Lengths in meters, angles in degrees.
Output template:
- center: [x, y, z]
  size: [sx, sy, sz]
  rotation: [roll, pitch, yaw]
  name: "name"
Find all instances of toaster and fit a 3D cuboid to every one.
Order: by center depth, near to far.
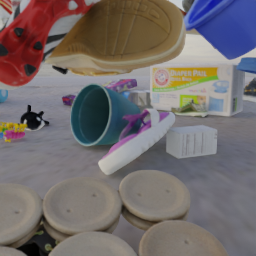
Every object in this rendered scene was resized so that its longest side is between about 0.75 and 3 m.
- center: [2.889, -3.432, 7.415]
  size: [2.962, 1.913, 1.683]
  rotation: [-29, -17, -29]
  name: "toaster"

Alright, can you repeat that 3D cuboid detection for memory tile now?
- center: [-0.482, 0.887, 1.521]
  size: [2.291, 0.192, 1.756]
  rotation: [-2, 29, -15]
  name: "memory tile"

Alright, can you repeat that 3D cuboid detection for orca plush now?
- center: [-2.467, -0.354, 7.381]
  size: [0.812, 0.549, 1.544]
  rotation: [0, 12, -2]
  name: "orca plush"

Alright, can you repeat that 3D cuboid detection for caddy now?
- center: [2.054, -2.402, 4.712]
  size: [2.504, 1.314, 1.770]
  rotation: [-39, 20, 25]
  name: "caddy"

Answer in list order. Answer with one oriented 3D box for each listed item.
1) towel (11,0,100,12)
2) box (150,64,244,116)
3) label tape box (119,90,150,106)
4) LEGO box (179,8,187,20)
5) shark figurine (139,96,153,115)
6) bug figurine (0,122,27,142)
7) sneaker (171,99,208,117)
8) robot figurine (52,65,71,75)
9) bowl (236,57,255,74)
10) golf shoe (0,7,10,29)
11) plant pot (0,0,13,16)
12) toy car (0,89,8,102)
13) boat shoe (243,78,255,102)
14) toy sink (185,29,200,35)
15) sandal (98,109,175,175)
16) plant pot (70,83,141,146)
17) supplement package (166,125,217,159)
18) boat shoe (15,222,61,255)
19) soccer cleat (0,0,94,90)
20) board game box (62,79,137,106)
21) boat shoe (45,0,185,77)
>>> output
- center: [-0.630, -2.284, 3.714]
  size: [1.981, 2.707, 0.405]
  rotation: [-5, 57, -15]
  name: "towel"
- center: [2.302, -1.378, 9.604]
  size: [2.863, 1.611, 1.451]
  rotation: [7, 14, 35]
  name: "box"
- center: [0.067, -1.223, 11.367]
  size: [1.758, 0.556, 1.268]
  rotation: [-5, 13, -25]
  name: "label tape box"
- center: [1.192, -2.923, 7.479]
  size: [0.637, 0.330, 0.855]
  rotation: [35, 3, 4]
  name: "LEGO box"
- center: [0.630, -0.757, 9.219]
  size: [0.866, 0.605, 1.450]
  rotation: [3, 14, 7]
  name: "shark figurine"
- center: [-2.793, 0.091, 5.779]
  size: [1.465, 0.377, 1.136]
  rotation: [5, 7, 41]
  name: "bug figurine"
- center: [1.933, -0.656, 8.817]
  size: [1.197, 0.530, 0.460]
  rotation: [7, 14, 28]
  name: "sneaker"
- center: [-1.493, -1.714, 6.679]
  size: [0.973, 0.607, 0.731]
  rotation: [29, -21, -17]
  name: "robot figurine"
- center: [3.446, -1.407, 6.688]
  size: [1.602, 0.314, 1.602]
  rotation: [10, 13, -2]
  name: "bowl"
- center: [-4.021, -3.298, 9.496]
  size: [0.703, 1.866, 0.854]
  rotation: [-21, 25, -25]
  name: "golf shoe"
- center: [-2.175, -3.329, 6.834]
  size: [1.901, 1.731, 1.901]
  rotation: [38, -2, 1]
  name: "plant pot"
- center: [-6.660, -2.356, 11.299]
  size: [2.581, 2.800, 2.477]
  rotation: [2, 12, 5]
  name: "toy car"
- center: [5.688, -1.779, 12.734]
  size: [0.824, 1.057, 2.328]
  rotation: [-3, 13, -12]
  name: "boat shoe"
- center: [2.463, -3.884, 10.014]
  size: [0.712, 0.612, 1.092]
  rotation: [9, 50, 8]
  name: "toy sink"
- center: [0.189, -0.005, 4.700]
  size: [1.011, 0.611, 2.485]
  rotation: [-34, 2, 21]
  name: "sandal"
- center: [-0.356, -0.192, 5.581]
  size: [1.172, 1.172, 1.101]
  rotation: [12, 2, 43]
  name: "plant pot"
- center: [1.111, 0.232, 4.925]
  size: [0.766, 0.449, 0.448]
  rotation: [-4, 13, -19]
  name: "supplement package"
- center: [-0.661, 0.910, 2.046]
  size: [1.088, 0.388, 0.328]
  rotation: [-12, 20, -22]
  name: "boat shoe"
- center: [-0.911, -1.106, 2.928]
  size: [0.602, 1.754, 0.747]
  rotation: [39, -28, -30]
  name: "soccer cleat"
- center: [-1.139, -1.475, 11.379]
  size: [2.689, 0.434, 1.614]
  rotation: [-25, 25, -34]
  name: "board game box"
- center: [-0.215, -1.020, 3.409]
  size: [2.193, 0.808, 0.758]
  rotation: [12, -6, 38]
  name: "boat shoe"
